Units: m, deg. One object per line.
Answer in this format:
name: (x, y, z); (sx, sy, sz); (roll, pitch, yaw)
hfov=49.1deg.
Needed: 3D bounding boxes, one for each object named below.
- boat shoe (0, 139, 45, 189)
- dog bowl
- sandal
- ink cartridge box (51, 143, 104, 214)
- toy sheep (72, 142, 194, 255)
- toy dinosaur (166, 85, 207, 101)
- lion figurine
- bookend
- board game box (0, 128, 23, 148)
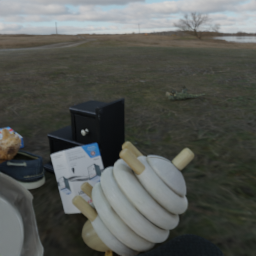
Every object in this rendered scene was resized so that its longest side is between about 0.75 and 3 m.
boat shoe: (-3.266, 0.743, 7.227); (2.703, 0.836, 1.012); (18, 20, 29)
dog bowl: (-2.250, 1.555, 3.818); (2.092, 2.092, 0.613); (-13, 6, -31)
sandal: (0.320, 2.286, 3.883); (2.890, 0.692, 1.086); (0, 16, -38)
ink cartridge box: (-0.973, 1.034, 5.864); (0.537, 1.251, 0.916); (-18, -4, 41)
toy sheep: (0.150, 1.204, 4.783); (1.678, 2.435, 1.678); (44, 12, -11)
toy dinosaur: (2.857, -1.804, 14.724); (2.335, 0.554, 1.029); (-8, 37, -21)
lion figurine: (-3.132, 0.749, 6.194); (1.742, 0.631, 1.067); (-47, 22, -18)
bookend: (-1.198, 0.226, 7.079); (2.108, 2.121, 0.977); (14, 25, 31)
board game box: (-4.217, 0.443, 8.994); (1.263, 0.353, 1.236); (-17, 26, -37)
